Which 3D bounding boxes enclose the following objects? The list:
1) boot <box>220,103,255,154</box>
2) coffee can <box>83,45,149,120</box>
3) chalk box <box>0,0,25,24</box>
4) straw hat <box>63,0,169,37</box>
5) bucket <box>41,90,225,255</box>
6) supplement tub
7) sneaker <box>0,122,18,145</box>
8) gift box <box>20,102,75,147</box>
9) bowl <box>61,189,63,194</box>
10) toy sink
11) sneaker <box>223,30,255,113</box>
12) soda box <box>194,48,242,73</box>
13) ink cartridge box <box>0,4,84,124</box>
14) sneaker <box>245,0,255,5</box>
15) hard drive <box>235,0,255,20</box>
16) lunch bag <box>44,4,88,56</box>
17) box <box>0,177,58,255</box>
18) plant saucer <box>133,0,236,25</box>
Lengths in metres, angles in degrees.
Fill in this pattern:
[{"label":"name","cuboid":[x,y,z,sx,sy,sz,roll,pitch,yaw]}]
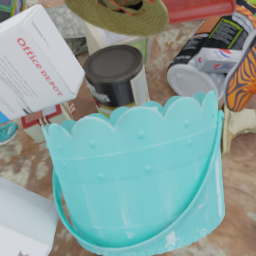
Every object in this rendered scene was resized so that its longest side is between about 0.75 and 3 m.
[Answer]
[{"label":"boot","cuboid":[3.182,0.078,7.852,1.209,0.566,1.556,11,63,5]},{"label":"coffee can","cuboid":[-0.190,-0.905,7.296,1.455,1.988,1.455,-7,48,8]},{"label":"chalk box","cuboid":[-3.379,-3.223,6.463,1.705,2.731,1.693,10,74,-19]},{"label":"straw hat","cuboid":[-0.128,-2.984,6.005,2.500,2.500,1.058,12,87,5]},{"label":"bucket","cuboid":[0.153,0.577,4.613,2.917,2.917,1.898,-13,95,-6]},{"label":"supplement tub","cuboid":[2.523,-2.163,8.189,1.711,1.711,2.793,33,71,14]},{"label":"sneaker","cuboid":[-2.826,0.151,5.891,1.057,0.421,0.409,-31,51,-31]},{"label":"gift box","cuboid":[-1.726,-0.308,6.169,0.999,1.011,1.083,-19,60,0]},{"label":"bowl","cuboid":[-1.575,1.252,7.287,0.894,0.467,0.894,-5,63,10]},{"label":"toy sink","cuboid":[-0.270,-2.580,8.009,1.569,2.407,1.348,-26,68,-12]},{"label":"sneaker","cuboid":[2.700,-1.065,5.845,0.738,1.901,1.065,2,27,-19]},{"label":"soda box","cuboid":[2.292,-1.626,6.828,1.250,0.427,0.396,-2,60,-19]},{"label":"ink cartridge box","cuboid":[-1.851,-0.940,4.597,1.835,1.339,0.773,-15,39,22]},{"label":"sneaker","cuboid":[2.982,-2.603,5.008,1.334,0.962,2.540,-38,57,18]},{"label":"hard drive","cuboid":[4.321,-4.180,9.894,1.012,0.274,1.448,-20,67,-9]},{"label":"lunch bag","cuboid":[-1.939,-3.123,9.005,1.787,1.051,1.466,-14,67,-1]},{"label":"box","cuboid":[-2.233,2.056,4.222,1.503,2.826,2.152,28,79,-7]},{"label":"plant saucer","cuboid":[1.017,-4.049,6.797,2.960,2.954,0.543,10,50,44]}]
